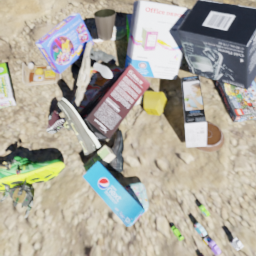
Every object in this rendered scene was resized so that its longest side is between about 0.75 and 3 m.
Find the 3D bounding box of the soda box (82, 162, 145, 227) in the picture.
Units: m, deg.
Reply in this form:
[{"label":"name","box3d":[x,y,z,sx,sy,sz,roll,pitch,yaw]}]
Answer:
[{"label":"soda box","box3d":[-0.465,2.170,9.252,0.749,0.708,2.207,-44,71,-6]}]

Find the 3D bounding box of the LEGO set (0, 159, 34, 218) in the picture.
[{"label":"LEGO set","box3d":[-3.773,2.062,9.704,1.306,0.570,2.010,-4,91,12]}]

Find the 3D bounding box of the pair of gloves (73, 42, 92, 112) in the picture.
[{"label":"pair of gloves","box3d":[-1.734,-1.833,10.941,0.428,2.440,2.074,12,48,-9]}]

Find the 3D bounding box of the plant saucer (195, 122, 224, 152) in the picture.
[{"label":"plant saucer","box3d":[3.195,0.292,11.412,1.496,0.258,1.496,-1,55,1]}]

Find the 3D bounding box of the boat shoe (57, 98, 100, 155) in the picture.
[{"label":"boat shoe","box3d":[-1.695,-0.042,9.031,0.598,0.714,1.999,-36,98,-11]}]

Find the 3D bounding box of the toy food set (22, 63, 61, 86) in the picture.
[{"label":"toy food set","box3d":[-4.095,-2.699,13.304,1.760,0.532,1.263,-7,55,-9]}]

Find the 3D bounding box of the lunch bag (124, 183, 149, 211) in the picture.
[{"label":"lunch bag","box3d":[0.271,2.441,9.795,0.830,0.399,1.035,-9,55,-6]}]

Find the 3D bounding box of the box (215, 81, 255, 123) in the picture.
[{"label":"box","box3d":[5.068,-1.381,12.468,1.609,0.444,2.356,-8,55,-6]}]

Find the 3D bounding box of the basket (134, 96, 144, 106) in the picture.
[{"label":"basket","box3d":[0.383,-1.418,12.400,0.860,0.598,0.759,-38,53,-25]}]

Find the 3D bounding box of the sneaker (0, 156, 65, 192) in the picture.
[{"label":"sneaker","box3d":[-3.675,1.468,10.121,2.672,0.989,1.116,-11,59,-7]}]

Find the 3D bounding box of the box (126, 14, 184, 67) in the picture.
[{"label":"box","box3d":[1.292,-4.430,14.046,2.503,1.372,2.837,-5,54,-5]}]

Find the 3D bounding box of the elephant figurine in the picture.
[{"label":"elephant figurine","box3d":[-2.251,-3.426,13.114,1.891,2.073,2.673,2,47,-52]}]

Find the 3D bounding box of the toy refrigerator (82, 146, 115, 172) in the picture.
[{"label":"toy refrigerator","box3d":[-1.090,1.231,10.333,1.183,0.414,0.449,-42,54,4]}]

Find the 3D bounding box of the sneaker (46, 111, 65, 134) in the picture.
[{"label":"sneaker","box3d":[-2.477,-0.366,10.137,1.333,0.504,0.770,-24,63,24]}]

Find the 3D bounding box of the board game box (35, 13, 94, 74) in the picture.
[{"label":"board game box","box3d":[-2.550,-3.500,11.593,0.483,1.450,2.157,21,60,39]}]

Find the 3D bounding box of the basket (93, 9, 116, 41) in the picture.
[{"label":"basket","box3d":[-0.933,-4.187,11.457,0.955,1.059,0.720,-28,54,-25]}]

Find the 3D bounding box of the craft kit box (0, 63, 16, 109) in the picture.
[{"label":"craft kit box","box3d":[-6.518,-1.702,12.658,2.405,0.591,2.435,-17,57,-15]}]

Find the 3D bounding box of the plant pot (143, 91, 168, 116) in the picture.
[{"label":"plant pot","box3d":[1.103,-0.990,11.908,0.854,0.854,0.753,8,68,28]}]

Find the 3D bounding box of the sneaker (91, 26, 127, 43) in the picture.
[{"label":"sneaker","box3d":[-1.012,-5.161,14.857,1.985,0.913,0.752,-17,57,-12]}]

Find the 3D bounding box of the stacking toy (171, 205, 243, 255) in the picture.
[{"label":"stacking toy","box3d":[2.522,3.551,8.993,1.412,0.440,1.873,-31,60,-20]}]

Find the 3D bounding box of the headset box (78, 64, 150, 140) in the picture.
[{"label":"headset box","box3d":[-0.615,-0.964,10.406,1.084,2.148,2.890,42,71,-17]}]

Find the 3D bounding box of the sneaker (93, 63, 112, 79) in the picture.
[{"label":"sneaker","box3d":[-0.745,-1.956,9.685,0.472,0.336,0.951,2,29,-49]}]

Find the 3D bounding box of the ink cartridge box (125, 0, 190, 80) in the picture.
[{"label":"ink cartridge box","box3d":[1.174,-3.720,11.931,2.139,2.960,1.253,3,22,-12]}]

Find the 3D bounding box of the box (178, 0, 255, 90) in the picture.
[{"label":"box","box3d":[3.709,-3.202,10.917,2.723,2.677,1.688,26,78,32]}]

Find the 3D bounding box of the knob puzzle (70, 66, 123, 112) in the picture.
[{"label":"knob puzzle","box3d":[-0.934,-1.777,12.361,3.264,0.453,3.264,-7,52,9]}]

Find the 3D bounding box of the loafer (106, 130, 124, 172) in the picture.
[{"label":"loafer","box3d":[-0.493,0.845,10.802,0.643,0.647,1.778,-1,53,5]}]

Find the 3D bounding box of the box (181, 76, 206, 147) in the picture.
[{"label":"box","box3d":[2.580,-0.680,11.111,0.772,1.498,2.568,-4,50,11]}]
